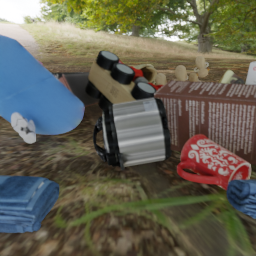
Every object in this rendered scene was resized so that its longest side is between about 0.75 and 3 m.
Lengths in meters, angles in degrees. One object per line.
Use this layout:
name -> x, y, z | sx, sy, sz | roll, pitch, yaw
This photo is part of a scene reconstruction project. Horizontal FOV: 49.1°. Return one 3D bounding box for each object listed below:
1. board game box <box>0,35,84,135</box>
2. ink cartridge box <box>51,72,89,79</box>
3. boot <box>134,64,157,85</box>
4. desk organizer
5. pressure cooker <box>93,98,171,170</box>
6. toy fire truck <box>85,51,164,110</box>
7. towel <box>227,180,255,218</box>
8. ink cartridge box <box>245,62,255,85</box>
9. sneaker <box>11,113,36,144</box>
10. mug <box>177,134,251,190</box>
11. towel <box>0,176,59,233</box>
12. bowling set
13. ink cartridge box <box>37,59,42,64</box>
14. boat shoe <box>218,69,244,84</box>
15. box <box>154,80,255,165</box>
board game box -> -2.100, -0.880, 5.551 | 2.147, 2.717, 0.529 | -15, 46, 34
ink cartridge box -> -2.652, -1.596, 10.734 | 2.397, 0.444, 1.135 | -4, 55, -6
boot -> 0.381, -2.042, 11.221 | 2.097, 0.977, 2.712 | -2, 14, 45
desk organizer -> -1.469, -1.002, 8.374 | 1.016, 0.947, 2.640 | -24, 4, 21
pressure cooker -> 0.028, 0.085, 4.723 | 1.247, 1.114, 1.096 | -9, 1, -1
toy fire truck -> 0.317, -0.894, 7.556 | 2.406, 1.548, 2.118 | -13, 49, -46
towel -> 2.081, 0.857, 3.180 | 1.721, 0.418, 0.961 | 2, -6, 9
ink cartridge box -> 3.346, -0.729, 6.561 | 0.636, 1.514, 1.105 | 6, 8, -38
sneaker -> -2.168, -0.066, 5.808 | 0.288, 0.767, 0.441 | -24, 37, -3
mug -> 1.264, 0.617, 4.246 | 0.805, 0.605, 0.907 | -48, 39, -8
towel -> -1.787, 0.867, 3.495 | 1.678, 0.407, 0.937 | 1, 16, 4
bowling set -> 2.202, -1.566, 10.523 | 2.122, 1.477, 1.139 | -22, 48, 26
ink cartridge box -> -2.417, -1.261, 6.918 | 0.182, 0.827, 0.843 | 33, -10, -23
boat shoe -> 2.332, -0.657, 6.985 | 0.627, 0.682, 1.909 | 28, 67, 17
box -> 1.788, -0.144, 5.214 | 2.462, 1.233, 0.923 | 10, 31, 29
